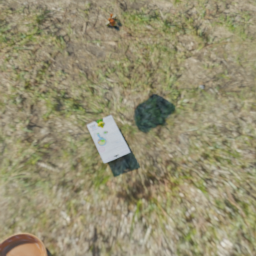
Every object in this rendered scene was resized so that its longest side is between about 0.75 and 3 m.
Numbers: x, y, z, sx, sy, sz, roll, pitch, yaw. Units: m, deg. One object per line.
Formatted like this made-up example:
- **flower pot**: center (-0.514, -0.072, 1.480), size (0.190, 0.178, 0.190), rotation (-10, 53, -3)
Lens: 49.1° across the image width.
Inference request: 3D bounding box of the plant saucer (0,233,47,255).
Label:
- **plant saucer**: center (-3.248, 4.050, 8.336), size (1.719, 0.322, 1.719), rotation (0, 59, 1)

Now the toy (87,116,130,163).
- **toy**: center (-0.748, 0.452, 10.470), size (1.020, 0.418, 1.772), rotation (-23, 63, -10)

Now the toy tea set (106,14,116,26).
- **toy tea set**: center (-0.782, -5.428, 14.184), size (0.509, 0.317, 0.857), rotation (-1, 57, 34)
